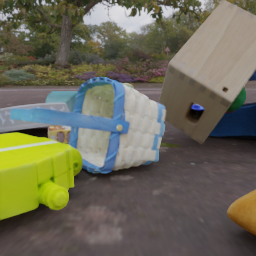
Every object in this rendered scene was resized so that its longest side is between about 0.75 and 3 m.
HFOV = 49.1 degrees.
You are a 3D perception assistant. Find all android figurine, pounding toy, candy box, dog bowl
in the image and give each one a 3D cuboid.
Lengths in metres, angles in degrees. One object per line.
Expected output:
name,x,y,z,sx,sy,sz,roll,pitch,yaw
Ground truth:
android figurine,-1.736,0.483,3.194,2.536,0.572,2.786,-9,12,-44
pounding toy,1.978,-1.165,5.812,1.324,2.894,2.543,35,-20,14
candy box,-1.167,0.126,6.080,1.101,0.311,0.642,-4,11,-16
dog bowl,-2.274,-0.258,6.817,1.814,0.532,1.814,-8,3,0

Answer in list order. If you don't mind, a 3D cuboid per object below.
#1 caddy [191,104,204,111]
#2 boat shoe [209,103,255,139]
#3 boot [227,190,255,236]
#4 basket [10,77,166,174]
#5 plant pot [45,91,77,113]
caddy,2.472,-0.633,10.121,0.606,0.450,0.858,-2,10,-16
boat shoe,2.945,-0.244,6.144,2.519,1.060,0.865,8,11,30
boot,1.083,0.768,1.835,1.665,0.586,1.192,0,3,-28
basket,-0.584,-0.070,4.074,1.930,1.342,1.702,3,3,-34
plant pot,-2.127,-0.619,8.860,0.909,0.909,1.286,0,15,2
